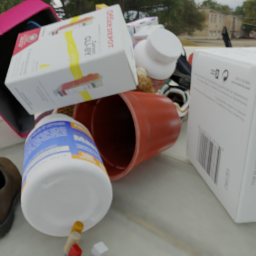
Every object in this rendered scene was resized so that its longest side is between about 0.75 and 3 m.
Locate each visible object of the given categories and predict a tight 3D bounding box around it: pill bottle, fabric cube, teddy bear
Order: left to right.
[{"bbox_3d":[-3.214,-2.077,8.999,2.952,2.896,2.942,-33,37,-6],"label":"fabric cube"},{"bbox_3d":[-1.252,0.649,5.347,1.411,1.411,2.519,-6,26,-16],"label":"pill bottle"},{"bbox_3d":[-0.186,-1.348,7.457,2.144,0.716,1.554,3,7,-24],"label":"teddy bear"},{"bbox_3d":[0.612,-1.849,8.917,1.407,2.509,1.407,12,59,-20],"label":"pill bottle"}]

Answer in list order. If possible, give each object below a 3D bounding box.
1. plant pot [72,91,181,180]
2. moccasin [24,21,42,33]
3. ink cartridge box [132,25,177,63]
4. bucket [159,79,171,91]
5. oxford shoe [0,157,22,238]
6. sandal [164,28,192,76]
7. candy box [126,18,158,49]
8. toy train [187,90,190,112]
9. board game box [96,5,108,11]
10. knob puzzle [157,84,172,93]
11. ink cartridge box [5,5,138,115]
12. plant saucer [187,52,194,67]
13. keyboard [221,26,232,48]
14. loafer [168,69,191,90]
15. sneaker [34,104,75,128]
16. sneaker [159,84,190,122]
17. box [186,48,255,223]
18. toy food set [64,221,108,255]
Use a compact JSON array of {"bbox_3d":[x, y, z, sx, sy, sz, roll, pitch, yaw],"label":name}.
[{"bbox_3d":[0.099,-0.030,6.867,2.125,2.125,2.067,17,18,39],"label":"plant pot"},{"bbox_3d":[-2.137,-2.279,7.717,1.523,0.519,0.613,34,2,-8],"label":"moccasin"},{"bbox_3d":[0.910,-2.706,9.590,1.017,1.402,0.587,17,56,48],"label":"ink cartridge box"},{"bbox_3d":[1.300,-1.952,11.119,0.582,0.895,0.895,41,12,-17],"label":"bucket"},{"bbox_3d":[-2.498,0.993,5.343,0.858,0.996,2.361,-9,20,-18],"label":"oxford shoe"},{"bbox_3d":[1.814,-2.488,10.152,0.526,2.457,0.934,-28,-5,-24],"label":"sandal"},{"bbox_3d":[0.554,-3.077,10.512,0.639,1.786,1.498,13,35,39],"label":"candy box"},{"bbox_3d":[2.055,-1.264,11.643,2.199,0.814,2.928,8,23,21],"label":"toy train"},{"bbox_3d":[-0.660,-3.250,9.042,0.307,1.165,1.522,-13,33,-16],"label":"board game box"},{"bbox_3d":[2.015,-2.177,14.971,2.173,0.301,2.173,0,21,0],"label":"knob puzzle"},{"bbox_3d":[-1.088,-1.410,5.745,2.321,0.968,1.684,-13,50,9],"label":"ink cartridge box"},{"bbox_3d":[2.339,-2.165,10.968,0.224,1.221,1.223,14,61,13],"label":"plant saucer"},{"bbox_3d":[2.845,-2.323,7.983,0.128,0.998,0.599,-10,42,33],"label":"keyboard"},{"bbox_3d":[1.788,-1.655,9.759,0.450,0.514,1.429,-26,52,-36],"label":"loafer"},{"bbox_3d":[-2.040,-0.459,7.312,1.253,2.782,1.043,3,-14,32],"label":"sneaker"},{"bbox_3d":[1.645,-0.991,9.661,1.156,1.171,2.949,13,34,8],"label":"sneaker"},{"bbox_3d":[2.529,-0.102,5.652,1.821,2.786,2.772,-3,21,-7],"label":"box"},{"bbox_3d":[-0.627,1.856,4.025,0.959,0.432,0.458,36,23,30],"label":"toy food set"}]
